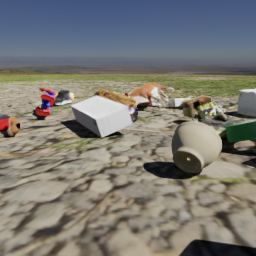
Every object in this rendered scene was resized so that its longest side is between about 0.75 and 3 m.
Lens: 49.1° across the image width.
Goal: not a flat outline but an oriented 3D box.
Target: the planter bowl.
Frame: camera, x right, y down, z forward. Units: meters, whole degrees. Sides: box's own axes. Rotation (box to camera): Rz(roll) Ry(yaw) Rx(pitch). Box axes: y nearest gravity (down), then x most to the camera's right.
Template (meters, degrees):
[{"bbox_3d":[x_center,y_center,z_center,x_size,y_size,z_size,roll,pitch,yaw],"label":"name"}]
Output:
[{"bbox_3d":[1.146,0.412,5.018,0.891,0.891,0.600,8,43,32],"label":"planter bowl"}]

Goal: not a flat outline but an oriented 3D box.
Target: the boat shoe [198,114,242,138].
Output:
[{"bbox_3d":[2.543,-0.085,7.546,1.845,0.598,0.675,-11,12,-40],"label":"boat shoe"}]

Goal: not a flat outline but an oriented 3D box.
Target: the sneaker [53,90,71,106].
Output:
[{"bbox_3d":[-3.266,-1.462,13.322,0.584,0.676,1.543,4,14,15],"label":"sneaker"}]

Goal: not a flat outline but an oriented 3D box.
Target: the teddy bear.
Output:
[{"bbox_3d":[-0.534,-0.972,10.746,1.633,0.752,2.252,2,16,-44],"label":"teddy bear"}]

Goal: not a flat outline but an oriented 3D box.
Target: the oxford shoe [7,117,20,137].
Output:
[{"bbox_3d":[-3.127,-0.081,7.789,0.310,0.310,0.870,-34,38,2],"label":"oxford shoe"}]

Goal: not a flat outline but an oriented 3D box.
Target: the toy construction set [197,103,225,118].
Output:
[{"bbox_3d":[2.978,-0.665,10.180,0.802,0.563,1.223,-20,-11,40],"label":"toy construction set"}]

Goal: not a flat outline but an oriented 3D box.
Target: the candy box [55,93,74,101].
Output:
[{"bbox_3d":[-3.465,-1.684,15.230,0.944,0.244,1.848,0,13,-10],"label":"candy box"}]

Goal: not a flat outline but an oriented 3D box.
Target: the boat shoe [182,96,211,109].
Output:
[{"bbox_3d":[3.019,-1.047,12.062,1.406,0.506,0.475,-12,22,-22],"label":"boat shoe"}]

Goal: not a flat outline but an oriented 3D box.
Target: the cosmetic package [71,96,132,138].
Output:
[{"bbox_3d":[-0.883,-0.404,8.495,0.991,0.608,2.402,-26,23,-19],"label":"cosmetic package"}]

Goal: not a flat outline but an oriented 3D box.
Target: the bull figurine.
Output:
[{"bbox_3d":[0.868,-1.352,11.954,1.491,0.800,2.456,21,37,22],"label":"bull figurine"}]

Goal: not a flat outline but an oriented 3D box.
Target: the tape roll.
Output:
[{"bbox_3d":[3.199,-0.020,6.605,1.689,0.406,1.689,-11,-3,-1],"label":"tape roll"}]

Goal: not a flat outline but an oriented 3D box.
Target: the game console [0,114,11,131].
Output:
[{"bbox_3d":[-5.113,-0.155,8.339,2.718,0.422,2.404,-9,16,-36],"label":"game console"}]

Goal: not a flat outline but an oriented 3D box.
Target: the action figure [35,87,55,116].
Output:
[{"bbox_3d":[-3.193,-1.057,10.875,0.717,0.907,2.774,14,7,-14],"label":"action figure"}]

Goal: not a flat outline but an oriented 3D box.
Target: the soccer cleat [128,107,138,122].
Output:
[{"bbox_3d":[-0.033,-0.389,9.241,0.518,0.483,1.416,2,16,17],"label":"soccer cleat"}]

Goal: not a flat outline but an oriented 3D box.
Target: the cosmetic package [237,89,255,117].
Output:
[{"bbox_3d":[5.568,-0.994,10.769,2.362,0.958,1.333,-7,14,-22],"label":"cosmetic package"}]

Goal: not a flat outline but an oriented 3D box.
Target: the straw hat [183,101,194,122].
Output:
[{"bbox_3d":[1.991,-0.516,9.290,0.329,0.777,0.777,-7,11,14],"label":"straw hat"}]

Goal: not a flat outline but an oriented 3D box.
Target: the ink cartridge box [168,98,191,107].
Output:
[{"bbox_3d":[2.274,-1.120,12.374,0.839,0.350,0.609,-5,2,-22],"label":"ink cartridge box"}]
